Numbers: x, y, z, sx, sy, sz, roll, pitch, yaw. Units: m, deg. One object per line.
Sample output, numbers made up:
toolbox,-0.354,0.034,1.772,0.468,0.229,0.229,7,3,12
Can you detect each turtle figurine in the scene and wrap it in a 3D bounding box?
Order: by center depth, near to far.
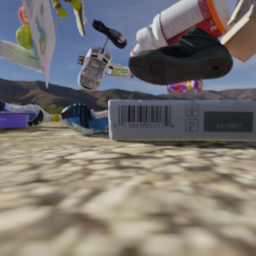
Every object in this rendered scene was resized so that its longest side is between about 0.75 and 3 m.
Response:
turtle figurine,-1.920,-3.722,7.736,1.780,1.435,0.573,-32,-26,-22

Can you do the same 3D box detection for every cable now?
cable,-2.826,-1.879,7.372,1.375,0.476,1.375,16,6,-36

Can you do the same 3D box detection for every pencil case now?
pencil case,2.489,-1.893,12.447,1.694,0.749,0.749,0,2,45

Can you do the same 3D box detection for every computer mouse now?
computer mouse,-1.048,-2.365,9.625,1.299,2.370,0.520,22,29,-18

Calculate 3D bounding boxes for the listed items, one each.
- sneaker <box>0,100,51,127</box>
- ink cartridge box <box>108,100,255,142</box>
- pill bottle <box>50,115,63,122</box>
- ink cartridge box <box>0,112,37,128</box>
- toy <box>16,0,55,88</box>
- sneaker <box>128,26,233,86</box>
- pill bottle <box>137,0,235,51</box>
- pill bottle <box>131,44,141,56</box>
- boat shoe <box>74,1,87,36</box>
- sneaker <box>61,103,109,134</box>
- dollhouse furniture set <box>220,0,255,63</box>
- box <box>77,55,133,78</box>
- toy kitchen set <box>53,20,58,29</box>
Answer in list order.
sneaker,-4.033,-0.423,10.262,2.541,0.953,1.101,9,-2,12
ink cartridge box,0.973,-0.182,5.728,2.407,0.845,2.961,0,7,4
pill bottle,-4.259,-0.561,16.630,0.778,0.425,0.425,-1,3,-15
ink cartridge box,-4.232,-0.218,8.045,2.324,0.504,2.303,-1,2,40
toy,-2.172,-2.384,6.342,0.684,1.669,2.898,6,-25,-8
sneaker,1.127,-1.659,6.437,2.229,0.852,1.277,-5,45,7
pill bottle,1.701,-3.060,8.603,2.688,1.473,1.473,-21,-9,33
pill bottle,0.684,-3.143,10.955,0.655,0.655,1.195,-4,-38,-53
boat shoe,-1.836,-4.316,11.098,0.403,1.288,0.458,-20,26,-20
sneaker,-1.008,-0.124,6.340,0.746,0.645,1.721,-6,-9,27
dollhouse furniture set,3.484,-2.973,6.734,1.464,2.825,1.251,27,-20,-6
box,-0.935,-2.518,11.480,2.192,0.381,1.206,27,22,38
toy kitchen set,-2.904,-3.475,9.428,0.812,0.733,0.663,33,13,-22
